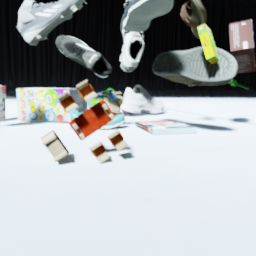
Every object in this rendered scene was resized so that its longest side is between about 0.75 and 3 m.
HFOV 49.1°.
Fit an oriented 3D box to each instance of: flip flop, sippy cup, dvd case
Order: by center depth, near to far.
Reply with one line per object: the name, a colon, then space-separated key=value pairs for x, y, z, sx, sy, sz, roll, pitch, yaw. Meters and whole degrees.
flip flop: x=1.856 y=-3.259 z=8.194 sx=0.605 sy=0.852 sz=2.102 roll=-24 pitch=-18 yaw=9
dvd case: x=1.115 y=-0.037 z=8.919 sx=1.375 sy=0.207 sz=1.884 roll=-2 pitch=7 yaw=-14
sippy cup: x=-1.289 y=-1.221 z=13.992 sx=1.233 sy=1.321 sz=1.682 roll=-8 pitch=-38 yaw=25

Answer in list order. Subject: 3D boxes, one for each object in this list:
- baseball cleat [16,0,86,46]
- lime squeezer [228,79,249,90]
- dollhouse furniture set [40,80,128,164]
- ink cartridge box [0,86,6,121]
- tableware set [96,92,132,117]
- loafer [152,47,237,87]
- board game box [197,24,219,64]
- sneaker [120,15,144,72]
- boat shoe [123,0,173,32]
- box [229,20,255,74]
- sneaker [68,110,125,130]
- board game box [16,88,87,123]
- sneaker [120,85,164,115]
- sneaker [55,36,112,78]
baseball cleat: x=-1.979 y=-2.877 z=6.837 sx=1.888 sy=1.005 sz=0.658 roll=-35 pitch=9 yaw=12
lime squeezer: x=3.843 y=-1.654 z=10.171 sx=1.336 sy=0.252 sz=0.472 roll=22 pitch=13 yaw=-38
dollhouse furniture set: x=-0.885 y=0.016 z=5.110 sx=1.345 sy=1.360 sz=0.701 roll=-34 pitch=12 yaw=-7
ink cartridge box: x=-5.304 y=-0.957 z=11.056 sx=0.600 sy=1.422 sz=1.029 roll=3 pitch=8 yaw=-3
tableware set: x=-0.582 y=-1.036 z=13.449 sx=0.446 sy=1.470 sz=2.224 roll=-42 pitch=-10 yaw=25
loafer: x=1.865 y=-1.652 z=7.774 sx=2.546 sy=0.957 sz=0.887 roll=20 pitch=0 yaw=44
board game box: x=1.904 y=-1.984 z=6.643 sx=0.199 sy=0.835 sz=0.424 roll=-20 pitch=-14 yaw=32
sneaker: x=0.276 y=-3.736 z=11.617 sx=0.981 sy=2.647 sz=1.171 roll=2 pitch=-5 yaw=-21
boat shoe: x=0.364 y=-3.047 z=6.894 sx=0.948 sy=0.757 sz=2.508 roll=-2 pitch=4 yaw=-19
box: x=3.569 y=-2.438 z=8.708 sx=0.675 sy=0.902 sz=1.801 roll=-4 pitch=-13 yaw=23
sneaker: x=-0.964 y=-0.316 z=8.981 sx=1.847 sy=0.735 sz=0.716 roll=-2 pitch=9 yaw=-18
board game box: x=-3.040 y=-0.938 z=11.256 sx=2.514 sy=1.318 sz=1.295 roll=3 pitch=9 yaw=23
sneaker: x=0.858 y=-1.330 z=13.488 sx=1.041 sy=1.385 sz=2.780 roll=17 pitch=14 yaw=42
sneaker: x=-1.641 y=-2.848 z=11.151 sx=2.575 sy=0.856 sz=1.165 roll=31 pitch=1 yaw=-25
